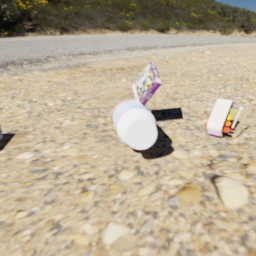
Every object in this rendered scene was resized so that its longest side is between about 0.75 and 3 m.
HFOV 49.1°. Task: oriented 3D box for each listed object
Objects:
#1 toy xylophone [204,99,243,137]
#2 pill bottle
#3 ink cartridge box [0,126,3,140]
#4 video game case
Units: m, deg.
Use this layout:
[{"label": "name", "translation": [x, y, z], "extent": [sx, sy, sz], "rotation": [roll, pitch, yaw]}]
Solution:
[{"label": "toy xylophone", "translation": [3.832, -0.434, 11.205], "extent": [1.245, 0.427, 1.700], "rotation": [25, 78, 39]}, {"label": "pill bottle", "translation": [0.235, -0.130, 10.108], "extent": [1.397, 1.397, 2.570], "rotation": [-3, 15, -8]}, {"label": "ink cartridge box", "translation": [-5.666, 0.420, 10.424], "extent": [1.341, 0.641, 1.528], "rotation": [-1, 25, -1]}, {"label": "video game case", "translation": [0.748, -1.783, 11.713], "extent": [0.270, 1.506, 1.365], "rotation": [14, 45, -29]}]
